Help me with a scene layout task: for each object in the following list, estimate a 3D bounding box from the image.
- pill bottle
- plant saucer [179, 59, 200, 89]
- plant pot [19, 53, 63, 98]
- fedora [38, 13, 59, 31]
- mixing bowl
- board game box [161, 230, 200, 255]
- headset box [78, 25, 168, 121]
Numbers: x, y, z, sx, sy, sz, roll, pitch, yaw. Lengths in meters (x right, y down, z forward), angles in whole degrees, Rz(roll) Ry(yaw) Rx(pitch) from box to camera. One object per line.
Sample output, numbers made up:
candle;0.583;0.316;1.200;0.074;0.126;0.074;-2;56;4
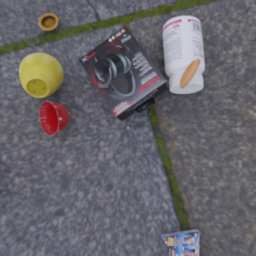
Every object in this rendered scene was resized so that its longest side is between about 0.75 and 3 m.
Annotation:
pill bottle;2.162;-2.770;10.902;1.505;1.505;2.655;-2;79;0
plant saucer;2.055;-1.855;9.500;0.180;1.113;1.113;30;80;-7
plant pot;-3.284;-1.773;10.451;1.651;1.651;1.172;-9;40;-2
fedora;-3.318;-4.398;11.812;0.855;0.349;0.855;0;80;2
mixing bowl;-2.675;-0.384;10.443;0.691;1.276;1.276;-12;75;-46
board game box;1.850;4.317;10.084;1.349;0.416;1.350;6;79;2
headset box;-0.082;-1.869;10.478;2.214;1.149;2.975;-34;76;6
